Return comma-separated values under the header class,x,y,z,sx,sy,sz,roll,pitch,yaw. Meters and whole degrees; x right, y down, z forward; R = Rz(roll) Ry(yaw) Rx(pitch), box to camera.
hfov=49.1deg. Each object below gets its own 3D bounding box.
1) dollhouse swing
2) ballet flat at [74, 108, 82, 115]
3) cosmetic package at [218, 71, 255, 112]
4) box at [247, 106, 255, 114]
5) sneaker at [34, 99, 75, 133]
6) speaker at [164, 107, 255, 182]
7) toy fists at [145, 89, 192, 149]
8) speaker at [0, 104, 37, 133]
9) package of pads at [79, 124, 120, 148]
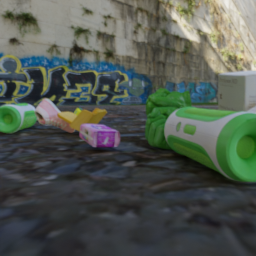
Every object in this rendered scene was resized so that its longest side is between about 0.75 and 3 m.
class,x,y,z,sx,sy,sz,roll,pitch,yaw
dollhouse swing,-1.696,-0.545,10.247,1.144,1.182,1.301,44,16,8
ballet flat,-2.186,-0.424,13.420,0.519,0.520,1.552,35,-12,26
cosmetic package,3.899,-0.777,8.768,1.595,1.917,1.604,-6,13,-9
box,4.289,-0.433,7.193,2.462,0.511,1.466,-27,30,-10
sneaker,-2.843,-0.254,10.682,0.634,1.684,0.880,-30,20,44
speaker,1.664,0.193,5.641,1.237,1.237,2.798,-1,6,-12
toy fists,1.203,-0.358,8.324,1.443,0.974,2.832,-6,33,8
speaker,-4.618,-0.442,11.686,1.164,1.164,2.633,0,6,-3
package of pads,-0.780,0.193,7.447,0.736,0.462,1.221,0,8,-26
